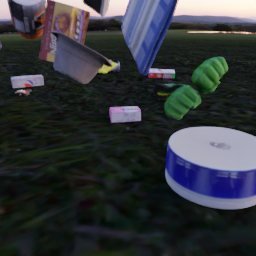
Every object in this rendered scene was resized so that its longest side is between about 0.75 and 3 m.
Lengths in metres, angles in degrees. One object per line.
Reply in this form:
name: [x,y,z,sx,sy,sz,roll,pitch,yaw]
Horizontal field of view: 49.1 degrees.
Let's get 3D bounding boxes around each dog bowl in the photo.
dog bowl: [1.590,0.618,5.049,1.797,0.708,1.797,0,22,0]

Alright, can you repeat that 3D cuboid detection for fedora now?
fedora: [-0.740,-0.954,4.027,0.967,0.494,1.093,25,10,-19]

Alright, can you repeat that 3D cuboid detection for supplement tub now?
supplement tub: [-2.969,-3.472,8.314,1.037,1.037,1.692,-7,-14,-16]

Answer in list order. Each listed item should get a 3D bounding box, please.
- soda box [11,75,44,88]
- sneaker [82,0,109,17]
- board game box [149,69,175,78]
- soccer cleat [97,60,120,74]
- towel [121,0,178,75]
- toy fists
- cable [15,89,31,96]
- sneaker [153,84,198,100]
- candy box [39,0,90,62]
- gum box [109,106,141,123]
soda box: [-4.236,-1.966,11.807,1.265,0.401,0.432,-10,24,-22]
sneaker: [-0.562,-2.459,4.897,0.491,0.991,0.350,26,59,1]
board game box: [1.652,-2.662,13.714,1.243,0.251,0.951,3,22,7]
soccer cleat: [-1.084,-3.152,14.385,1.567,0.655,0.506,-17,28,-35]
towel: [0.479,-3.075,7.698,0.349,2.156,2.936,7,42,-21]
toy fists: [0.961,-0.561,4.020,0.380,1.106,0.564,46,5,1]
cable: [-3.877,-1.401,10.656,0.430,0.223,0.886,4,23,10]
sneaker: [1.728,-1.249,9.634,0.783,0.717,1.838,-16,27,-35]
candy box: [-1.600,-2.507,7.387,0.651,1.346,2.307,15,20,-2]
gum box: [-0.064,-0.401,8.091,0.903,0.299,0.513,-3,22,-7]
